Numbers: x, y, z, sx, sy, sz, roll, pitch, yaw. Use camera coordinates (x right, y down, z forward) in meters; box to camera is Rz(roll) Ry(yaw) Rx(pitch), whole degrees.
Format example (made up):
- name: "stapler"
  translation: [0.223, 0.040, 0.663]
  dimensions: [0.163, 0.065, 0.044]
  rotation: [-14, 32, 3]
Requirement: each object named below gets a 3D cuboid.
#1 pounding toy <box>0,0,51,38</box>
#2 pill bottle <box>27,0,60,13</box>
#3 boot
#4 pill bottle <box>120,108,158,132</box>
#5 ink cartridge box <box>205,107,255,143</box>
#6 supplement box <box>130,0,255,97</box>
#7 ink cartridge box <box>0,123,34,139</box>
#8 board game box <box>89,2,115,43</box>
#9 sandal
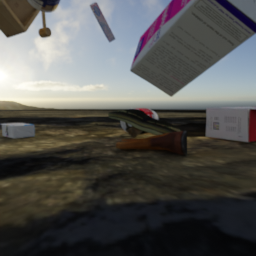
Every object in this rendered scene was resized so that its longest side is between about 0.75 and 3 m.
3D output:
- name: "pounding toy"
  translation: [-2.956, -3.178, 7.797]
  dimensions: [0.800, 1.536, 1.748]
  rotation: [-5, -39, 25]
- name: "pill bottle"
  translation: [-1.773, -3.409, 6.344]
  dimensions: [0.789, 0.789, 1.422]
  rotation: [-4, -23, -34]
- name: "boot"
  translation: [0.522, 0.313, 6.497]
  dimensions: [1.616, 0.553, 1.521]
  rotation: [0, 6, 5]
- name: "pill bottle"
  translation: [0.507, -0.307, 11.041]
  dimensions: [0.938, 0.938, 1.670]
  rotation: [3, 6, 32]
- name: "ink cartridge box"
  translation: [4.086, -0.152, 8.897]
  dimensions: [2.415, 1.013, 2.120]
  rotation: [-3, 6, -32]
- name: "supplement box"
  translation: [1.323, -2.004, 6.009]
  dimensions: [1.327, 1.299, 2.568]
  rotation: [28, -36, -18]
- name: "ink cartridge box"
  translation: [-3.832, 0.081, 9.616]
  dimensions: [0.723, 0.426, 1.256]
  rotation: [-5, 7, -43]
- name: "board game box"
  translation: [-0.687, -2.795, 7.373]
  dimensions: [0.213, 0.982, 0.977]
  rotation: [-28, 25, 4]
- name: "sandal"
  translation: [0.395, 0.001, 9.130]
  dimensions: [2.832, 0.808, 1.125]
  rotation: [25, 25, 37]
